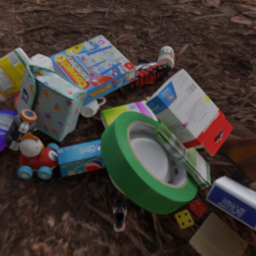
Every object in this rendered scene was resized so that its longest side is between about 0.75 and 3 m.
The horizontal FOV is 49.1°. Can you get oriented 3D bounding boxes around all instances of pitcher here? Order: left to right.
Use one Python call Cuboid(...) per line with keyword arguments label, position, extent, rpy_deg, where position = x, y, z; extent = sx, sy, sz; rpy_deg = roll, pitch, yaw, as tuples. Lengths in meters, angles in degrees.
Cuboid(label="pitcher", position=(-1.425, -0.963, 11.135), extent=(1.048, 0.740, 1.221), rpy_deg=(11, 40, -11))

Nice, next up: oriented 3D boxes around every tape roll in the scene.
Cuboid(label="tape roll", position=(0.626, 0.871, 7.779), extent=(2.979, 0.716, 2.979), rpy_deg=(31, 33, -23))

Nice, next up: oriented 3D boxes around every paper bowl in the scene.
Cuboid(label="paper bowl", position=(0.387, 1.021, 7.889), extent=(1.788, 0.930, 1.788), rpy_deg=(9, 60, -17))

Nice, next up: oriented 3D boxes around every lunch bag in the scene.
Cuboid(label="lunch bag", position=(-2.807, -0.913, 9.655), extent=(2.218, 1.889, 1.352), rpy_deg=(29, 32, 5))

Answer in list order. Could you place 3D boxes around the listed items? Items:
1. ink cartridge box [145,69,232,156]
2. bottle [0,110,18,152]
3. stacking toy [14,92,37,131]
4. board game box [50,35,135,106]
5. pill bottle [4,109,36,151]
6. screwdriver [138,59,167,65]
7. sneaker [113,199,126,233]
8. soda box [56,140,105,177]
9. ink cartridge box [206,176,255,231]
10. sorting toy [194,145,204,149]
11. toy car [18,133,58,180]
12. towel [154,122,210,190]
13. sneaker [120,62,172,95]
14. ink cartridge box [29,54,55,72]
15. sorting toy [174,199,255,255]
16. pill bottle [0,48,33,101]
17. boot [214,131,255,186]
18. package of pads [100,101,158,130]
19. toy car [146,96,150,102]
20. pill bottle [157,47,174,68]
Cuboid(label="ink cartridge box", position=(1.777, -0.356, 8.051), extent=(2.289, 0.770, 1.330), rpy_deg=(48, 63, -6))
Cuboid(label="bottle", position=(-4.467, 0.233, 9.745), extent=(0.846, 0.661, 2.026), rpy_deg=(14, 42, -5))
Cuboid(label="stacking toy", position=(-3.306, -0.749, 11.102), extent=(2.038, 0.861, 1.845), rpy_deg=(-24, 73, -22))
Cuboid(label="board game box", position=(-1.399, -2.363, 11.128), extent=(2.428, 0.693, 2.479), rpy_deg=(-30, 60, -21))
Cuboid(label="pill bottle", position=(-3.464, 0.040, 9.107), extent=(0.728, 1.371, 0.728), rpy_deg=(27, 31, -18))
Cuboid(label="screwdriver", position=(1.032, -2.796, 12.092), extent=(1.417, 0.206, 0.198), rpy_deg=(20, 25, 28))
Cuboid(label="sneaker", position=(-0.214, 2.314, 7.636), extent=(0.384, 0.412, 0.955), rpy_deg=(-3, 41, -5))
Cuboid(label="soda box", position=(-1.202, 0.917, 9.021), extent=(2.039, 0.654, 0.692), rpy_deg=(-12, 43, -12))
Cuboid(label="ink cartridge box", position=(3.347, 2.126, 6.811), extent=(2.677, 2.726, 0.590), rpy_deg=(29, 94, 24))
Cuboid(label="sorting toy", position=(1.816, 0.209, 9.904), extent=(1.572, 0.840, 1.415), rpy_deg=(-9, 23, -10))
Cuboid(label="toy car", position=(-2.861, 0.707, 8.721), extent=(1.197, 1.353, 1.247), rpy_deg=(2, 42, 0))
Cuboid(label="towel", position=(1.627, 0.715, 8.346), extent=(2.122, 0.326, 1.583), rpy_deg=(47, 20, -1))
Cuboid(label="sneaker", position=(0.626, -2.469, 12.565), extent=(2.802, 0.990, 1.369), rpy_deg=(-25, 49, -23))
Cuboid(label="ink cartridge box", position=(-4.107, -2.921, 13.394), extent=(1.372, 0.576, 0.998), rpy_deg=(25, 47, 25))
Cuboid(label="sorting toy", position=(2.082, 2.800, 6.815), extent=(2.249, 0.380, 1.084), rpy_deg=(42, 54, 16))
Cuboid(label="pill bottle", position=(-4.591, -1.815, 10.383), extent=(2.282, 1.287, 1.287), rpy_deg=(-37, 51, -11))
Cuboid(label="boot", position=(3.483, 0.282, 7.902), extent=(0.834, 2.436, 2.293), rpy_deg=(-15, 66, -31))
Cuboid(label="package of pads", position=(0.044, -0.218, 10.289), extent=(1.847, 0.630, 1.427), rpy_deg=(-15, 43, -11))
Cuboid(label="toy car", position=(1.330, -1.205, 11.601), extent=(1.176, 0.391, 0.577), rpy_deg=(-21, 49, -21))
Cuboid(label="pill bottle", position=(1.868, -3.432, 13.818), extent=(0.794, 0.794, 1.365), rpy_deg=(6, 42, 7))
